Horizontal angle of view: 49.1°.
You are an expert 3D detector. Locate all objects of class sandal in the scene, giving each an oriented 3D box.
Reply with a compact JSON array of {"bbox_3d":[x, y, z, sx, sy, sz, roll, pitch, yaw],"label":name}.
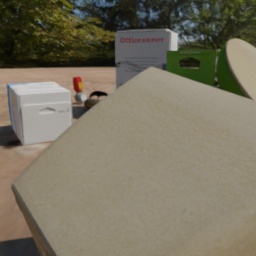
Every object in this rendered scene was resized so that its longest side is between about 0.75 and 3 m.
[{"bbox_3d":[-1.129,-1.038,10.306,1.039,0.694,2.543,4,3,1],"label":"sandal"}]

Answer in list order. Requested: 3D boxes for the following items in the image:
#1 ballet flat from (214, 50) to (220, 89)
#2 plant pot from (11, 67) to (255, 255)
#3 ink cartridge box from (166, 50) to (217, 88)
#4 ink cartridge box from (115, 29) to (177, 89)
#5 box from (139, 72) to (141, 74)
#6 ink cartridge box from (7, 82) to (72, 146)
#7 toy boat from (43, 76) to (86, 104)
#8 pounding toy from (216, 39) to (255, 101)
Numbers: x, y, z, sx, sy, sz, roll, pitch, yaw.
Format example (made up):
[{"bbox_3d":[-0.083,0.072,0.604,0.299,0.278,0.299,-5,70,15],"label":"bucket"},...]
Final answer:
[{"bbox_3d":[2.910,-1.456,9.090,0.783,2.253,0.783,11,8,-1],"label":"ballet flat"},{"bbox_3d":[0.192,0.733,2.047,1.487,1.678,1.680,-27,37,-29],"label":"plant pot"},{"bbox_3d":[1.158,-0.737,6.651,0.812,2.145,1.585,-12,18,-36],"label":"ink cartridge box"},{"bbox_3d":[0.670,-2.038,10.233,2.065,2.844,1.186,6,16,22],"label":"ink cartridge box"},{"bbox_3d":[0.700,-0.866,8.390,0.923,1.463,1.488,8,16,4],"label":"box"},{"bbox_3d":[-2.322,-0.451,7.270,1.244,1.238,1.696,-8,19,-29],"label":"ink cartridge box"},{"bbox_3d":[-2.961,-1.362,11.540,2.466,1.146,2.073,-15,15,-21],"label":"toy boat"},{"bbox_3d":[2.712,-0.531,6.550,2.208,2.860,1.327,-4,-24,-39],"label":"pounding toy"}]
